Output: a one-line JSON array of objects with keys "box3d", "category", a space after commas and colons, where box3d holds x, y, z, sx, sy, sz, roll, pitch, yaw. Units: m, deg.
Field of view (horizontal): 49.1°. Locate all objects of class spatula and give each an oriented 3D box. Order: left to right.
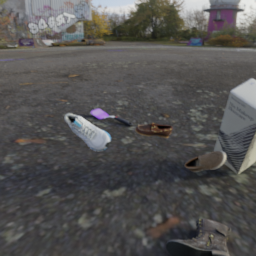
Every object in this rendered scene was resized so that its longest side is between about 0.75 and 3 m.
[{"box3d": [-0.709, -0.430, 12.271, 2.355, 0.242, 0.666, 18, 29, 38], "category": "spatula"}]

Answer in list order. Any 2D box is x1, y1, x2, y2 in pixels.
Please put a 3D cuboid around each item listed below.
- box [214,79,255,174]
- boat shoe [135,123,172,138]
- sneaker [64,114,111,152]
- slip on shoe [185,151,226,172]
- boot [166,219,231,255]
[{"box3d": [3.114, 0.044, 7.501, 0.859, 2.514, 1.033, -29, 50, -20], "category": "box"}, {"box3d": [0.754, 0.023, 8.093, 1.081, 0.380, 0.380, 5, 41, -20], "category": "boat shoe"}, {"box3d": [-1.147, 0.083, 7.412, 1.603, 0.601, 0.695, 28, -10, 34], "category": "sneaker"}, {"box3d": [2.056, 0.904, 7.552, 0.366, 0.459, 1.208, 18, -27, -31], "category": "slip on shoe"}, {"box3d": [1.390, 2.147, 5.427, 1.255, 0.434, 1.092, 11, 20, 9], "category": "boot"}]
